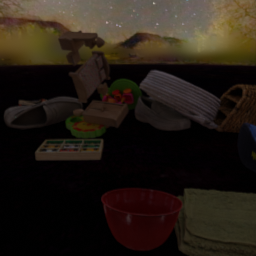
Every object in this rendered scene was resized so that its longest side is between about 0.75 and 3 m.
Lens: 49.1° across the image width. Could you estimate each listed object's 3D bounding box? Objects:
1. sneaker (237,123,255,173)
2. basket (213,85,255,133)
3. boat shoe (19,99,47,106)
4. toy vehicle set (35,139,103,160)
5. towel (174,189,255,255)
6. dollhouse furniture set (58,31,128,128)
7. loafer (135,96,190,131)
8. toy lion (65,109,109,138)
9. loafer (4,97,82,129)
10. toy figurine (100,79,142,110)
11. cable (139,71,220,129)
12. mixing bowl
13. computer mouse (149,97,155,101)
[{"bbox_3d":[3.283,0.619,6.257,1.015,0.912,2.467,-2,24,-6],"label":"sneaker"},{"bbox_3d":[3.752,-0.764,9.831,1.572,1.506,2.110,3,16,6],"label":"basket"},{"bbox_3d":[-3.778,-0.954,12.166,1.866,0.584,0.664,-7,16,-28],"label":"boat shoe"},{"bbox_3d":[-1.522,0.573,7.528,1.639,0.217,1.019,0,16,-2],"label":"toy vehicle set"},{"bbox_3d":[1.762,1.450,4.197,2.146,0.392,1.592,1,15,8],"label":"towel"},{"bbox_3d":[-0.840,-1.662,8.690,1.295,2.925,1.516,9,45,24],"label":"dollhouse furniture set"},{"bbox_3d":[1.129,-0.558,10.056,0.979,0.977,2.800,-11,19,-32],"label":"loafer"},{"bbox_3d":[-1.439,-0.091,9.463,1.590,0.546,1.524,8,26,22],"label":"toy lion"},{"bbox_3d":[-2.911,-0.476,10.010,2.792,0.976,0.974,-16,27,-25],"label":"loafer"},{"bbox_3d":[-0.572,-0.890,10.827,1.834,1.377,1.688,-1,34,23],"label":"toy figurine"},{"bbox_3d":[1.833,-1.109,10.058,2.913,1.008,2.912,28,7,-2],"label":"cable"},{"bbox_3d":[0.172,1.324,4.008,1.156,0.626,1.156,4,4,0],"label":"mixing bowl"},{"bbox_3d":[1.303,-1.051,12.601,1.485,0.594,2.708,13,14,24],"label":"computer mouse"}]
